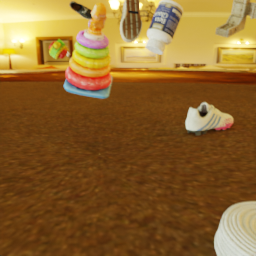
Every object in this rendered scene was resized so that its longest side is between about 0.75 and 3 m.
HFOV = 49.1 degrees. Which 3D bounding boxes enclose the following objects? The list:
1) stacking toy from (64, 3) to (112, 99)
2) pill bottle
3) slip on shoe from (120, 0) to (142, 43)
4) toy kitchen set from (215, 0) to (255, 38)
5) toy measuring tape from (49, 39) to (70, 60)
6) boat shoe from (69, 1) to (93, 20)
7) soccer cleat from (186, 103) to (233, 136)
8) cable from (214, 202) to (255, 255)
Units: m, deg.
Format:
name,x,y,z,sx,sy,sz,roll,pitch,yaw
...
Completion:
name,x,y,z,sx,sy,sz,roll,pitch,yaw
stacking toy,-1.097,-2.427,8.667,1.534,2.795,1.622,11,39,-5
pill bottle,0.912,-2.619,7.370,0.694,1.249,0.694,21,0,0
slip on shoe,0.048,-3.042,8.025,0.616,1.622,0.491,4,-23,-12
toy kitchen set,3.683,-3.695,9.184,1.103,1.222,0.997,-32,47,-30
toy measuring tape,-2.517,-2.761,10.294,0.654,0.654,1.778,-1,1,-4
boat shoe,-1.789,-4.624,11.092,1.145,0.411,0.387,24,12,-18
soccer cleat,3.211,-0.444,10.670,2.553,1.102,0.892,-12,19,-37
cable,2.151,1.686,3.978,1.771,0.613,1.771,10,19,32
